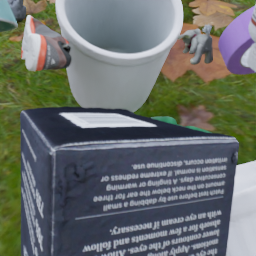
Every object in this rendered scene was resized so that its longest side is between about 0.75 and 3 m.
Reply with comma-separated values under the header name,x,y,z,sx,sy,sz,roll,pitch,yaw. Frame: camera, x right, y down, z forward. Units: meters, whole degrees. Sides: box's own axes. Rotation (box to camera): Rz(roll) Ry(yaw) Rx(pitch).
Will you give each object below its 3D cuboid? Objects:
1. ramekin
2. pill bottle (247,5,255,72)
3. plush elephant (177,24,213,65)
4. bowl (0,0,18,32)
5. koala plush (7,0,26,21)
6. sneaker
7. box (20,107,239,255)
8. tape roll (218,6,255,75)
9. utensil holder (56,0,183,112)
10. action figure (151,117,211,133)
name,x,y,z,sx,sy,sz,roll,pitch,yaw
ramekin,0.948,0.966,2.745,1.833,1.833,0.893,-17,82,-16
pill bottle,2.422,-1.771,3.918,1.147,2.045,1.147,2,40,-1
plush elephant,1.505,-1.931,6.396,0.748,0.908,0.703,-23,36,-38
bowl,-3.031,-2.196,4.427,2.256,1.180,2.256,-3,14,1
koala plush,-4.798,-4.768,11.083,1.201,1.065,1.104,1,59,-5
sneaker,-0.995,-0.985,3.428,0.523,0.492,1.277,4,33,-28
box,-0.127,0.577,1.306,0.659,1.264,0.935,-1,11,-25
tape roll,2.840,-1.838,5.842,1.748,1.748,0.574,-10,68,-10
utensil holder,-0.218,-1.355,4.928,1.836,2.160,1.836,2,68,-6
action figure,0.886,1.249,5.512,1.769,0.819,2.995,15,55,12
